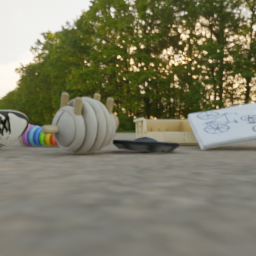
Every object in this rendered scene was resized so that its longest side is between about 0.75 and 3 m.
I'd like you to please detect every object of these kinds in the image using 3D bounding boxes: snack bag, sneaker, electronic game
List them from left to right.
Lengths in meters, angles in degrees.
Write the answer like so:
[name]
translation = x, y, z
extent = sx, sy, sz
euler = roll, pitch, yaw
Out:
[sneaker]
translation = -3.547, 0.102, 6.903
extent = 1.216, 1.049, 2.773
euler = -6, 6, 39
[electronic game]
translation = 0.429, 0.389, 6.903
extent = 1.633, 0.340, 1.633
euler = 3, -3, 0
[snack bag]
translation = 3.360, -0.159, 8.370
extent = 2.853, 0.305, 2.690
euler = -10, 18, 6

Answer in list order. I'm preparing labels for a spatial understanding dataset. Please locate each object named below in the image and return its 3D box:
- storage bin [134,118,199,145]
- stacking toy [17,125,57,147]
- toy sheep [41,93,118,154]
[storage bin]
translation = 1.406, 0.134, 10.441
extent = 2.104, 0.986, 2.089
euler = 0, -1, -8
[stacking toy]
translation = -2.610, 0.322, 9.011
extent = 1.753, 0.748, 0.748
euler = 7, 1, 14
[toy sheep]
translation = -1.001, -0.072, 6.216
extent = 2.014, 1.389, 1.389
euler = -4, 2, -43
